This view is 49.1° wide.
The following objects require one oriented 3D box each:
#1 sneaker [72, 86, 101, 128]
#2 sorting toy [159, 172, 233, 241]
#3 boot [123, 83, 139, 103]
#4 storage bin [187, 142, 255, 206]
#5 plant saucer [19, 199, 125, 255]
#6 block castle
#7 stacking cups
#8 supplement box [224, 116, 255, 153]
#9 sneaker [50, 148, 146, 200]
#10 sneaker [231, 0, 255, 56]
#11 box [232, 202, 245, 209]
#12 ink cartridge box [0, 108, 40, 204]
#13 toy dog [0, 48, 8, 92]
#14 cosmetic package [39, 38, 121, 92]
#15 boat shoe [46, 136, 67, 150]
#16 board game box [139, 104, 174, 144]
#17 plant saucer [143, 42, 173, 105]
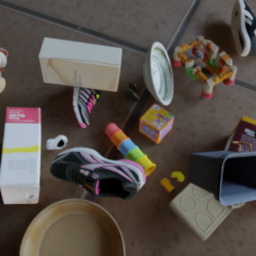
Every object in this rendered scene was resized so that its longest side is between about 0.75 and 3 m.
[{"bbox_3d":[-1.470,-1.054,10.296,0.986,0.832,2.254,-7,57,0],"label":"sneaker"},{"bbox_3d":[1.906,2.057,8.179,1.457,0.262,1.956,-36,74,-23],"label":"sorting toy"},{"bbox_3d":[0.066,-1.434,10.547,0.338,0.937,0.708,-26,54,24],"label":"boot"},{"bbox_3d":[2.309,0.942,6.627,1.782,1.197,1.297,0,97,-34],"label":"storage bin"},{"bbox_3d":[-1.488,3.413,7.656,2.838,0.503,2.838,-1,73,3],"label":"plant saucer"},{"bbox_3d":[2.909,-2.339,10.921,1.557,1.093,2.330,-30,63,-13],"label":"block castle"},{"bbox_3d":[0.024,0.677,9.465,0.654,0.654,2.163,-31,62,-17],"label":"stacking cups"},{"bbox_3d":[4.074,1.032,8.810,1.962,1.321,1.989,23,63,13],"label":"supplement box"},{"bbox_3d":[-1.014,1.396,8.222,2.941,1.181,1.270,4,20,13],"label":"sneaker"},{"bbox_3d":[5.478,-4.283,12.147,1.602,1.046,2.864,2,68,-3],"label":"sneaker"},{"bbox_3d":[2.798,2.311,8.584,1.366,0.439,0.478,-12,60,-6],"label":"box"},{"bbox_3d":[-3.217,0.875,8.516,1.026,1.786,2.461,2,59,-18],"label":"ink cartridge box"},{"bbox_3d":[-5.162,-2.561,10.408,1.810,2.745,1.322,36,46,-8],"label":"toy dog"},{"bbox_3d":[-1.593,-2.149,9.686,2.616,1.354,0.956,6,60,-4],"label":"cosmetic package"},{"bbox_3d":[-2.191,0.480,9.038,0.381,1.158,0.417,4,92,12],"label":"boat shoe"},{"bbox_3d":[0.970,-0.139,9.752,0.840,0.839,0.839,36,65,19],"label":"board game box"},{"bbox_3d":[1.025,-1.902,10.127,0.563,2.244,2.244,-6,56,28],"label":"plant saucer"}]
